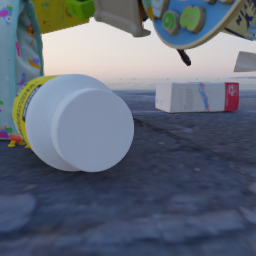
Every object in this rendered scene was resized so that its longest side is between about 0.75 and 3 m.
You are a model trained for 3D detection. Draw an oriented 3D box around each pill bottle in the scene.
[{"bbox_3d":[-0.865,-0.123,3.970,1.262,1.262,2.253,-5,10,-28],"label":"pill bottle"}]

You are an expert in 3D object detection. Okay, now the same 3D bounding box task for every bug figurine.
[{"bbox_3d":[-1.755,0.184,5.302,0.699,0.232,0.901,7,11,37],"label":"bug figurine"}]

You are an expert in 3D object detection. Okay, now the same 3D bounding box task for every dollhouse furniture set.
[{"bbox_3d":[-0.316,-2.380,4.052,1.081,1.400,2.801,-32,44,-21],"label":"dollhouse furniture set"}]

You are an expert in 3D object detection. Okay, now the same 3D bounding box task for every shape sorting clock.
[{"bbox_3d":[0.851,-2.354,3.504,0.522,2.660,2.660,3,8,-19],"label":"shape sorting clock"}]

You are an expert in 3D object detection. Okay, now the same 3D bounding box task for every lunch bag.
[{"bbox_3d":[-3.204,-1.323,6.029,2.529,2.968,1.810,0,9,7],"label":"lunch bag"}]

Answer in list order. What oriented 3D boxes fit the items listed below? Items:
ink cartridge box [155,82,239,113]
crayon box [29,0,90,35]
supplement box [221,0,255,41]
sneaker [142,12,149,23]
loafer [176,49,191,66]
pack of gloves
[{"bbox_3d":[2.743,-1.305,11.496,2.791,1.195,2.060,0,9,-12],"label":"ink cartridge box"},{"bbox_3d":[-2.429,-3.451,7.648,2.886,0.733,1.832,-22,-21,-23],"label":"crayon box"},{"bbox_3d":[1.679,-3.372,6.462,2.620,1.761,2.623,31,24,32],"label":"supplement box"},{"bbox_3d":[1.096,-4.068,9.402,1.712,0.750,0.648,-13,38,7],"label":"sneaker"},{"bbox_3d":[2.014,-2.666,10.374,0.285,0.906,0.326,-29,5,-20],"label":"loafer"},{"bbox_3d":[3.328,-1.792,6.307,1.543,1.296,0.304,-1,39,-4],"label":"pack of gloves"}]
